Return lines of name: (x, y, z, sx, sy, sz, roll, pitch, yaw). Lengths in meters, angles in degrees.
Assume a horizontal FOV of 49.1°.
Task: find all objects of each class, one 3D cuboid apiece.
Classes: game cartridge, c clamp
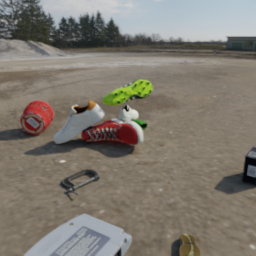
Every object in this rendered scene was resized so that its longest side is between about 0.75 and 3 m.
game cartridge: (-1.280, 2.892, 6.086, 1.711, 0.534, 2.569, 7, 21, 31)
c clamp: (-1.554, 1.815, 9.508, 1.262, 0.200, 1.477, 10, 23, 39)

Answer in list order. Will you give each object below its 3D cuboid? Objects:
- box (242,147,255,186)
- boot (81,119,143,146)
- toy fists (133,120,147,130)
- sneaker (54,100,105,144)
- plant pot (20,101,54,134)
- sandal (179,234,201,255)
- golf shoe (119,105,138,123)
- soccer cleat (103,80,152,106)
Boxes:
box: (4.408, 1.308, 9.660, 0.591, 0.990, 1.007, 13, 23, 36)
boot: (-0.839, 0.335, 12.374, 2.115, 1.061, 2.931, -13, 16, -31)
toy fists: (0.329, -0.103, 14.386, 1.322, 0.455, 0.674, -13, 31, -36)
sneaker: (-2.419, -0.340, 12.427, 2.700, 1.143, 0.983, -33, 25, 14)
plant pot: (-4.602, -0.468, 13.992, 1.464, 1.464, 1.333, 1, 28, 2)
sandal: (1.389, 2.850, 6.478, 0.480, 0.323, 1.195, 8, 6, 6)
golf shoe: (0.065, -0.855, 15.675, 0.790, 0.981, 2.018, 4, 19, 18)
soccer cleat: (0.002, -1.646, 13.076, 2.674, 0.903, 1.084, -22, 14, -36)
